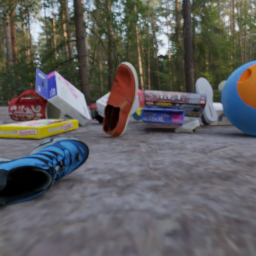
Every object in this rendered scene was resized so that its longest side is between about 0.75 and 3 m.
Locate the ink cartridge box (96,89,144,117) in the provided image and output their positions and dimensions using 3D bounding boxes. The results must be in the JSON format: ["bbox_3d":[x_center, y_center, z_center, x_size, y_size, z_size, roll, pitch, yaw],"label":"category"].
[{"bbox_3d":[-0.289,-1.013,11.423,1.193,0.686,1.644,28,53,33],"label":"ink cartridge box"}]

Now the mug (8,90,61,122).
[{"bbox_3d":[-3.630,-0.830,10.766,1.679,1.490,1.120,3,22,15],"label":"mug"}]

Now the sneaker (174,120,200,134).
[{"bbox_3d":[1.814,0.054,8.600,0.852,0.361,0.310,-24,-5,42],"label":"sneaker"}]

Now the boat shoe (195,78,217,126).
[{"bbox_3d":[2.753,-0.949,10.395,0.652,1.808,0.641,3,-21,-23],"label":"boat shoe"}]

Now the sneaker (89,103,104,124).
[{"bbox_3d":[-0.939,-0.505,12.159,1.617,0.790,0.571,13,-27,-31],"label":"sneaker"}]

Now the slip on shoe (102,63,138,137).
[{"bbox_3d":[-0.247,-0.719,7.448,0.751,2.028,0.621,21,15,30],"label":"slip on shoe"}]

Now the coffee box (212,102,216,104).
[{"bbox_3d":[3.830,-0.918,13.065,1.530,0.336,0.941,32,-11,8],"label":"coffee box"}]

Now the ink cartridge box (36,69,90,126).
[{"bbox_3d":[-2.526,-1.338,10.874,2.233,0.484,2.192,41,15,-35],"label":"ink cartridge box"}]

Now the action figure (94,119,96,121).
[{"bbox_3d":[-1.274,-0.830,13.954,1.146,0.567,0.374,-38,-18,-1],"label":"action figure"}]

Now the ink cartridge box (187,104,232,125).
[{"bbox_3d":[3.603,-0.590,11.613,1.986,0.668,1.163,0,19,-22],"label":"ink cartridge box"}]

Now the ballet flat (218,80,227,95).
[{"bbox_3d":[4.590,-1.003,10.485,2.616,0.909,0.909,32,-1,-11],"label":"ballet flat"}]

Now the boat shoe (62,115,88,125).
[{"bbox_3d":[-2.203,-0.432,11.852,1.483,0.420,0.509,10,-7,37],"label":"boat shoe"}]

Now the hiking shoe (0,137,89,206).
[{"bbox_3d":[-0.939,0.503,3.087,0.639,0.548,1.473,14,23,40],"label":"hiking shoe"}]

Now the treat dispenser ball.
[{"bbox_3d":[3.754,-0.827,7.908,2.129,2.129,2.129,0,6,0],"label":"treat dispenser ball"}]

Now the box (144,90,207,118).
[{"bbox_3d":[1.532,-0.771,9.322,1.944,0.388,1.331,5,-15,8],"label":"box"}]

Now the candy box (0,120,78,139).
[{"bbox_3d":[-2.679,-0.006,8.558,1.407,0.364,2.753,-1,5,11],"label":"candy box"}]

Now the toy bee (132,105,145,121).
[{"bbox_3d":[0.386,-0.958,12.708,2.252,1.224,1.474,-9,22,4],"label":"toy bee"}]

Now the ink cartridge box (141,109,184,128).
[{"bbox_3d":[1.134,-0.294,9.228,1.309,0.460,2.193,4,-5,7],"label":"ink cartridge box"}]
